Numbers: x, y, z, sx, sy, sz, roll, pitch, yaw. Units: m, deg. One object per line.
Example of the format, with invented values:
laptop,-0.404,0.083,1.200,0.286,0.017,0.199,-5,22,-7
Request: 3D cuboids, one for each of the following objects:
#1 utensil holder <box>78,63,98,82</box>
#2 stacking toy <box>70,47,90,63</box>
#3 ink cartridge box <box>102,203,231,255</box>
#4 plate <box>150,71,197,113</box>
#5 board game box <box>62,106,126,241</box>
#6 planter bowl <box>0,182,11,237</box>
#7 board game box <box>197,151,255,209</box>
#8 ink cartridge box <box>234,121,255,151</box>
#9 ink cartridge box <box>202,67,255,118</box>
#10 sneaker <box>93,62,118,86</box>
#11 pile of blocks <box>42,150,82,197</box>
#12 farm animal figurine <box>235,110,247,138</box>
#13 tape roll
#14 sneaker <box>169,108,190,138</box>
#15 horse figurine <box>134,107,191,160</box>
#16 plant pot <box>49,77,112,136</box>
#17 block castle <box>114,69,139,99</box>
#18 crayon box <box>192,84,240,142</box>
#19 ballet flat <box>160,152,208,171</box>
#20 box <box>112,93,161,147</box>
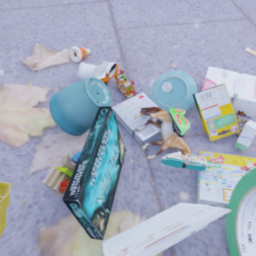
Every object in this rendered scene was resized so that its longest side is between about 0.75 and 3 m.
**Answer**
utensil holder,-1.451,-2.090,10.930,0.874,0.743,0.743,12,50,-1
stacking toy,-1.987,-3.227,12.146,0.685,0.685,0.937,34,39,26
ink cartridge box,0.670,2.355,5.743,2.341,2.887,0.724,-23,83,-11
plate,1.570,-1.268,10.006,1.706,0.218,1.706,-4,79,21
board game box,-0.697,1.105,7.275,0.407,1.954,2.889,0,46,17
planter bowl,-2.958,1.896,5.321,1.879,0.782,1.879,-21,16,6
board game box,3.257,1.587,8.051,2.446,0.419,1.644,7,50,6
ink cartridge box,3.732,0.242,8.767,0.361,0.825,0.599,29,29,27
ink cartridge box,3.744,-1.325,10.261,1.988,0.823,1.456,16,51,13
sneaker,-1.071,-1.812,10.244,0.745,0.613,1.619,24,62,34
pile of blocks,-1.334,1.094,7.871,0.663,0.876,2.134,4,28,41
farm animal figurine,3.827,-0.102,9.422,0.708,0.441,0.876,-37,53,23
tape roll,3.191,2.270,5.723,0.717,2.985,2.985,6,48,-15
sneaker,1.507,-0.185,8.654,0.550,0.601,1.434,11,28,-3
horse figurine,1.052,0.116,8.943,1.472,0.554,2.222,-14,65,-8
plant pot,-1.383,-0.762,8.851,1.513,1.611,1.611,-29,39,34
block castle,-0.062,-1.657,10.515,0.525,0.747,1.118,-26,44,-13
crayon box,2.883,-0.502,9.215,1.036,0.425,1.647,-19,95,2
ballet flat,1.604,0.931,8.054,1.368,0.517,0.437,11,49,-3
box,0.508,-0.344,9.726,1.419,0.375,1.820,-28,57,-23
